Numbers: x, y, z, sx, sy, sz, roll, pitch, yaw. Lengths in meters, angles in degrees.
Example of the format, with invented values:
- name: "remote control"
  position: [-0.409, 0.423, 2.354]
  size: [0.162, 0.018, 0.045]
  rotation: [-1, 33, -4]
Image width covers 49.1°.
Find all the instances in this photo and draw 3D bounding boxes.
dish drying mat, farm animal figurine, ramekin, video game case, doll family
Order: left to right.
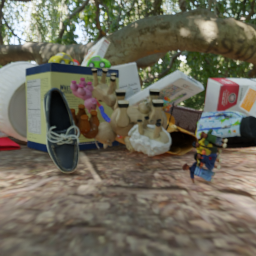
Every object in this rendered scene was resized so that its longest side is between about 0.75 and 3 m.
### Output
- name: "dish drying mat"
  position: [-3.799, 0.452, 8.327]
  size: [0.764, 0.181, 1.989]
  rotation: [-1, 4, -32]
- name: "ramekin"
  position: [-3.072, -0.753, 8.905]
  size: [2.518, 2.518, 1.322]
  rotation: [-5, 19, -43]
- name: "farm animal figurine"
  position: [-0.220, -0.247, 6.321]
  size: [2.457, 1.296, 2.485]
  rotation: [8, 35, 8]
- name: "video game case"
  position: [0.974, -0.915, 9.291]
  size: [2.640, 0.313, 2.403]
  rotation: [-27, -14, 26]
- name: "doll family"
  position: [1.212, 0.454, 4.506]
  size: [0.517, 0.894, 0.351]
  rotation: [21, -25, 3]

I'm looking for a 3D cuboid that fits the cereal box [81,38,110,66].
- name: "cereal box"
  position: [-1.588, -2.785, 12.022]
  size: [0.393, 1.990, 1.432]
  rotation: [33, -29, -27]

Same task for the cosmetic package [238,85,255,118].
- name: "cosmetic package"
  position: [3.907, -0.550, 7.838]
  size: [0.534, 0.760, 1.498]
  rotation: [6, 26, -27]

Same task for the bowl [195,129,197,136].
- name: "bowl"
  position: [2.677, -0.049, 8.807]
  size: [1.228, 0.661, 1.228]
  rotation: [-7, -19, -2]

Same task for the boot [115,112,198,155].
- name: "boot"
  position: [1.087, 0.181, 7.900]
  size: [2.113, 1.039, 2.952]
  rotation: [14, 15, 43]

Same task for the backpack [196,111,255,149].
- name: "backpack"
  position: [2.566, 0.071, 7.334]
  size: [1.572, 1.209, 1.283]
  rotation: [-22, -23, 40]

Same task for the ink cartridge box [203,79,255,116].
- name: "ink cartridge box"
  position: [4.144, -0.652, 9.793]
  size: [2.707, 1.987, 1.122]
  rotation: [-1, 20, -8]

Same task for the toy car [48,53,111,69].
- name: "toy car"
  position: [-1.333, -1.941, 8.308]
  size: [1.657, 0.393, 1.761]
  rotation: [0, 5, 5]

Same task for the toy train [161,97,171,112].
- name: "toy train"
  position: [1.049, -0.544, 8.956]
  size: [0.823, 0.305, 1.095]
  rotation: [-38, -15, -15]

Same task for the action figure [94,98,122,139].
- name: "action figure"
  position: [-0.621, -0.110, 6.811]
  size: [0.564, 1.140, 0.372]
  rotation: [-41, -6, -4]

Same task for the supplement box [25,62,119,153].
- name: "supplement box"
  position: [-1.569, -0.575, 8.072]
  size: [2.262, 2.259, 1.518]
  rotation: [-5, 7, -43]

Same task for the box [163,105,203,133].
- name: "box"
  position: [2.073, -0.422, 11.355]
  size: [2.510, 0.940, 1.257]
  rotation: [12, 9, 10]

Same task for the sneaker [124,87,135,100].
- name: "sneaker"
  position: [-0.974, -0.818, 10.309]
  size: [2.815, 1.116, 1.040]
  rotation: [-12, -11, -16]

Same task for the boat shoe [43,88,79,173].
- name: "boat shoe"
  position: [-1.170, 0.052, 4.959]
  size: [0.574, 1.534, 0.474]
  rotation: [-6, -2, -18]

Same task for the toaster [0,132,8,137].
- name: "toaster"
  position: [-5.267, -0.386, 9.725]
  size: [1.885, 1.658, 2.918]
  rotation: [7, 5, 41]

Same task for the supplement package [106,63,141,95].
- name: "supplement package"
  position: [-0.410, -1.311, 12.188]
  size: [1.591, 2.656, 1.610]
  rotation: [-16, 11, -21]
